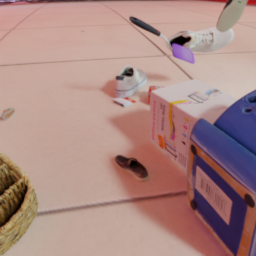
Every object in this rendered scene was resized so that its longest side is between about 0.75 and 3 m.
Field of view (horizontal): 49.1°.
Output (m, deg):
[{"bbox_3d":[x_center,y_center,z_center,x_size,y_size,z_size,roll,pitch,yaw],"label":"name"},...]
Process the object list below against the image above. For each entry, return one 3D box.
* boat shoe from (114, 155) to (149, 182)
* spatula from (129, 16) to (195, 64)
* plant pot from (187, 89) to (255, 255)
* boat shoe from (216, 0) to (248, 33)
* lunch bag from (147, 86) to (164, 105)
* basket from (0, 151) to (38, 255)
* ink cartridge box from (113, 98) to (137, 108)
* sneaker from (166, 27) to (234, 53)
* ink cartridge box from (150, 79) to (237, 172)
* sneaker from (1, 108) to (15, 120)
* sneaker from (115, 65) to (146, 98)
[{"bbox_3d":[0.095,1.050,7.991,0.461,0.416,1.282,-24,39,-33],"label":"boat shoe"},{"bbox_3d":[1.189,-3.013,9.529,2.787,0.286,0.788,26,48,-27],"label":"spatula"},{"bbox_3d":[2.804,1.089,5.775,2.550,2.836,2.836,-17,35,-16],"label":"plant pot"},{"bbox_3d":[2.869,-3.272,7.642,0.510,1.419,0.480,25,15,-8],"label":"boat shoe"},{"bbox_3d":[1.379,-1.348,11.895,1.072,0.499,1.217,6,32,1],"label":"lunch bag"},{"bbox_3d":[-3.013,1.661,5.878,1.521,1.588,2.131,14,33,22],"label":"basket"},{"bbox_3d":[-0.120,-1.147,11.815,0.648,0.227,0.797,27,44,37],"label":"ink cartridge box"},{"bbox_3d":[2.815,-3.417,11.053,2.665,0.982,1.540,-7,12,17],"label":"sneaker"},{"bbox_3d":[2.063,-0.038,8.359,1.843,1.876,2.548,-17,34,-25],"label":"ink cartridge box"},{"bbox_3d":[-4.677,-0.527,10.749,0.309,0.276,0.773,0,27,13],"label":"sneaker"},{"bbox_3d":[0.199,-2.367,12.931,1.083,1.050,2.967,9,29,13],"label":"sneaker"}]
